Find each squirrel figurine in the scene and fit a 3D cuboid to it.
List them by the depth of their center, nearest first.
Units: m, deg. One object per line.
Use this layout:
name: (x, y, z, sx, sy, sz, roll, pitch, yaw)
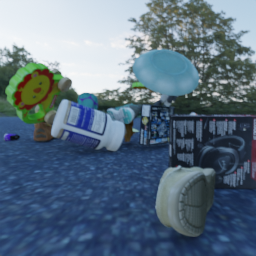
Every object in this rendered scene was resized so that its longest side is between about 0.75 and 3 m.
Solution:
squirrel figurine: (-0.008, 0.031, 11.029, 0.757, 1.069, 0.998, 14, -1, 22)

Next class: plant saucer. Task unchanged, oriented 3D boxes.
plant saucer: (1.350, -2.080, 9.596, 2.378, 2.378, 0.458, -1, -39, -10)

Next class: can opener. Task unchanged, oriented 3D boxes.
can opener: (1.298, -0.909, 11.250, 0.532, 1.996, 0.667, 42, -6, 11)

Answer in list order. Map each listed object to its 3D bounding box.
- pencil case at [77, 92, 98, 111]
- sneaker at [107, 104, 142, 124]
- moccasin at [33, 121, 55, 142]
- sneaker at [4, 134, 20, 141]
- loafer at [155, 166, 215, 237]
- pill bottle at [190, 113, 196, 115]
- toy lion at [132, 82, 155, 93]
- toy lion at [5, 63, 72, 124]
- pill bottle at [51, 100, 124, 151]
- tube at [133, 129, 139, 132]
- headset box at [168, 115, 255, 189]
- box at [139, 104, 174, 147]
pencil case: (-1.806, -0.439, 11.215, 0.926, 2.004, 0.853, -12, -42, 27)
sneaker: (-0.093, -0.504, 10.059, 0.843, 0.717, 1.848, -26, 15, -27)
moccasin: (-3.781, -0.022, 12.844, 1.019, 1.075, 2.786, 0, 4, 0)
sneaker: (-5.084, 0.409, 12.326, 0.422, 0.295, 0.848, 2, 4, 11)
loafer: (0.676, 0.846, 3.539, 0.651, 0.721, 1.906, 0, -6, 24)
pill bottle: (3.204, -0.089, 12.342, 1.247, 0.683, 0.683, 29, -1, -10)
toy lion: (1.039, -2.176, 14.589, 1.496, 0.536, 1.560, 3, -1, -32)
toy lion: (-3.247, -1.142, 9.882, 0.841, 2.449, 2.348, 39, 28, 19)
pill bottle: (-1.245, -0.006, 8.864, 2.090, 1.209, 1.209, 19, -3, -20)
tube: (0.236, 0.152, 16.700, 0.290, 0.259, 0.999, -43, 25, -18)
headset box: (1.631, 0.404, 5.150, 1.739, 1.294, 0.672, 0, 4, 4)
box: (1.044, -0.098, 9.830, 0.400, 1.382, 1.738, 7, 5, 35)
